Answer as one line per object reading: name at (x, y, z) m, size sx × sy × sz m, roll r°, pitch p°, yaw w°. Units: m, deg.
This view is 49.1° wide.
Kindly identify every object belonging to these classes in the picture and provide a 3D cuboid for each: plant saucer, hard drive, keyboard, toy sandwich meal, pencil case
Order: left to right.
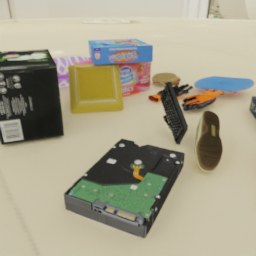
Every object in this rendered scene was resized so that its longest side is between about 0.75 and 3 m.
pencil case at (-2.332, -2.251, 11.343) m, size 2.925 × 1.228 × 1.250 m, roll -14°, pitch 23°, yaw -27°
plant saucer at (-1.061, -1.387, 9.180) m, size 1.738 × 1.739 × 0.421 m, roll -4°, pitch -15°, yaw -9°
hard drive at (0.053, 1.017, 5.543) m, size 1.598 × 0.433 × 2.288 m, roll 11°, pitch 28°, yaw 22°
toy sandwich meal at (1.589, -2.011, 11.865) m, size 1.223 × 0.419 × 1.223 m, roll -3°, pitch 27°, yaw 2°
keyboard at (1.149, -0.345, 7.507) m, size 0.210 × 0.982 × 1.636 m, roll -3°, pitch 54°, yaw -13°

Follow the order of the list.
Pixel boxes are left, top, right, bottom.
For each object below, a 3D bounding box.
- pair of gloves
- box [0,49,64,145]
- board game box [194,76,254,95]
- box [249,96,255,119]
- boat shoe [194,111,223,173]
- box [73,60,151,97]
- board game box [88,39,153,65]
pair of gloves at (2.051, -1.107, 9.963) m, size 1.934 × 0.268 × 2.171 m, roll -24°, pitch 31°, yaw -34°
box at (-2.873, -1.035, 7.978) m, size 1.652 × 1.974 × 2.658 m, roll -8°, pitch 27°, yaw -17°
board game box at (3.667, -1.528, 10.845) m, size 2.197 × 0.428 × 1.736 m, roll 12°, pitch 31°, yaw 36°
box at (4.695, -0.328, 8.177) m, size 1.680 × 0.544 × 2.131 m, roll 5°, pitch 27°, yaw 7°
boat shoe at (1.829, 0.403, 6.610) m, size 0.618 × 0.657 × 1.725 m, roll 24°, pitch 49°, yaw -2°
box at (-0.552, -1.951, 10.683) m, size 2.690 × 1.273 × 1.380 m, roll -18°, pitch 31°, yaw -33°
board game box at (-0.391, -2.846, 10.259) m, size 2.003 × 0.592 × 2.634 m, roll -5°, pitch 24°, yaw -9°
